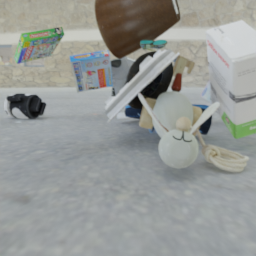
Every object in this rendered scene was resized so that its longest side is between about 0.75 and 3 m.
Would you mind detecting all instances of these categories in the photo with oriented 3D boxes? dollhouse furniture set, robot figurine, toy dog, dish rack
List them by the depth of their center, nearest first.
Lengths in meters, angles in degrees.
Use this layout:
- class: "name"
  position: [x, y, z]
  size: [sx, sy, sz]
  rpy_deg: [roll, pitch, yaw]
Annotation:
- class: "toy dog"
  position: [1.003, -0.325, 5.486]
  size: [1.881, 1.373, 2.851]
  rpy_deg: [4, 16, -19]
- class: "dish rack"
  position: [0.253, -1.086, 6.595]
  size: [2.026, 0.441, 1.739]
  rpy_deg: [-43, 5, 30]
- class: "dollhouse furniture set"
  position: [1.600, -2.234, 10.077]
  size: [1.016, 0.702, 1.076]
  rpy_deg: [9, 14, -43]
- class: "robot figurine"
  position: [-4.032, -0.828, 10.903]
  size: [1.596, 1.199, 0.996]
  rpy_deg: [4, 28, 17]

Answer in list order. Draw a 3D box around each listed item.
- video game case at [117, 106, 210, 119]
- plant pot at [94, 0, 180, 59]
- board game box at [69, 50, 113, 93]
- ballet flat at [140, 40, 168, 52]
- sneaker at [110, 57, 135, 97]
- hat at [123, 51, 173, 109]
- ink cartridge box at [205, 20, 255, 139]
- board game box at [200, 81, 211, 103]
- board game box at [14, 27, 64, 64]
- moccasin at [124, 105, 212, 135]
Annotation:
- class: "video game case"
  position: [1.240, -0.515, 9.597]
  size: [2.750, 0.240, 1.966]
  rpy_deg: [-2, 2, 43]
- class: "plant pot"
  position: [0.403, -3.298, 8.288]
  size: [2.094, 1.957, 1.957]
  rpy_deg: [-12, 5, 23]
- class: "board game box"
  position: [-1.314, -2.047, 10.237]
  size: [1.381, 1.410, 0.394]
  rpy_deg: [-11, 49, -8]
- class: "ballet flat"
  position: [0.734, -2.260, 7.736]
  size: [0.883, 0.328, 0.328]
  rpy_deg: [17, 19, 40]
- class: "sneaker"
  position: [-0.646, -1.986, 12.074]
  size: [1.477, 2.557, 0.959]
  rpy_deg: [25, -5, -8]
- class: "hat"
  position: [0.692, -1.242, 7.941]
  size: [1.778, 1.778, 0.717]
  rpy_deg: [10, -13, 43]
- class: "ink cartridge box"
  position: [2.541, -1.100, 6.479]
  size: [0.910, 2.167, 1.577]
  rpy_deg: [-17, 41, 4]
- class: "board game box"
  position: [3.081, -1.342, 9.192]
  size: [0.275, 1.266, 1.260]
  rpy_deg: [19, 18, -27]
- class: "board game box"
  position: [-1.640, -1.479, 5.085]
  size: [0.711, 0.154, 1.056]
  rpy_deg: [-23, 3, -29]
- class: "moccasin"
  position: [0.965, -0.226, 7.652]
  size: [2.546, 0.868, 1.024]
  rpy_deg: [6, 9, 37]
